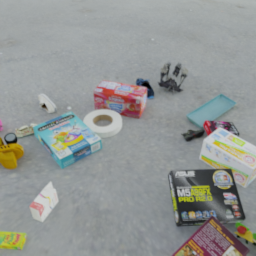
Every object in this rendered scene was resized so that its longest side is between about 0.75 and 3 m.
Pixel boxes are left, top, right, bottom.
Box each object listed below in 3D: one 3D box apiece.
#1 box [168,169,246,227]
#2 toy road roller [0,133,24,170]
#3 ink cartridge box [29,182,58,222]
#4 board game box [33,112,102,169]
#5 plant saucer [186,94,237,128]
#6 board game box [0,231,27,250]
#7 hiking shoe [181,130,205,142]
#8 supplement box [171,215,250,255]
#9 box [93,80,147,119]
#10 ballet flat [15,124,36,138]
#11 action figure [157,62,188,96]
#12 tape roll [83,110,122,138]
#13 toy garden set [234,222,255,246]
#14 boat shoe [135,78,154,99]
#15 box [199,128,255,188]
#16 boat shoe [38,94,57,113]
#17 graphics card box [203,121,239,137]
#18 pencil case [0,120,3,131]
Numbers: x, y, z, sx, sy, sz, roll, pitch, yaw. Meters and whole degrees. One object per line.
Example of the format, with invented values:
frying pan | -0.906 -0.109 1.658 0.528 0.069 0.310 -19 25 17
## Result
box | 2.472 2.204 9.025 2.144 0.475 1.717 0 59 -8
toy road roller | -4.883 1.009 10.759 1.641 1.009 1.198 -11 52 -14
ink cartridge box | -2.689 2.413 9.240 0.386 0.666 1.144 14 41 17
board game box | -2.579 0.404 11.794 1.885 0.586 2.497 -26 46 -29
plant saucer | 4.032 -0.830 13.508 2.858 0.271 0.999 -30 55 -30
board game box | -3.564 3.377 8.405 0.878 0.209 0.446 2 39 3
hiking shoe | 2.833 0.212 12.186 1.033 0.391 0.520 -17 44 -19
supplement box | 1.893 3.622 7.357 2.320 0.993 1.280 -29 56 -31
box | -0.371 -1.400 13.585 2.371 1.132 1.182 11 40 14
ballet flat | -4.342 0.059 12.347 1.285 0.411 0.486 -21 36 -25
action figure | 2.395 -2.853 15.309 1.517 1.303 2.553 12 37 -2
tape roll | -1.155 -0.219 12.771 1.778 0.325 1.778 0 40 0
toy garden set | 3.762 3.317 7.726 1.840 1.534 0.367 32 88 34
boat shoe | 0.983 -2.286 15.087 0.775 0.632 1.841 -18 42 -21
box | 3.924 1.079 10.560 1.161 1.046 2.064 -32 50 -32
boat shoe | -4.139 -1.184 13.851 0.524 0.532 1.501 -28 53 -34
graphics card box | 4.056 0.082 12.237 1.355 0.345 0.850 5 38 -11
pencil case | -6.536 -0.101 12.152 1.927 0.903 0.875 -14 27 -19
